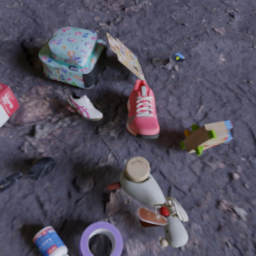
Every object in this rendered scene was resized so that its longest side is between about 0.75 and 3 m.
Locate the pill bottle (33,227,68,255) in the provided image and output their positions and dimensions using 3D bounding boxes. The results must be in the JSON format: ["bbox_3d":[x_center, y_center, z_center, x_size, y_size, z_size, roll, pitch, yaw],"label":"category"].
[{"bbox_3d":[-2.113,3.395,7.842,0.627,0.627,1.118,-37,63,-22],"label":"pill bottle"}]

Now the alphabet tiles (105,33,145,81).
[{"bbox_3d":[-0.114,-2.876,11.155,0.078,2.068,1.729,-34,48,23],"label":"alphabet tiles"}]

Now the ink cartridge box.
[{"bbox_3d":[-5.785,-0.490,10.099,2.077,1.180,2.850,23,59,15],"label":"ink cartridge box"}]

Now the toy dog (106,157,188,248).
[{"bbox_3d":[0.397,2.146,7.953,1.345,1.842,2.793,-28,47,-11],"label":"toy dog"}]

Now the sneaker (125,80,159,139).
[{"bbox_3d":[0.431,-0.731,9.698,1.075,1.265,2.918,0,34,-7],"label":"sneaker"}]

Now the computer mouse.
[{"bbox_3d":[-3.067,1.351,8.452,0.418,2.454,0.719,40,109,13],"label":"computer mouse"}]

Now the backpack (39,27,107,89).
[{"bbox_3d":[-2.327,-2.916,11.433,2.471,1.861,2.194,12,56,14],"label":"backpack"}]

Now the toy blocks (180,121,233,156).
[{"bbox_3d":[2.789,0.291,9.320,1.335,1.953,0.976,-10,72,-20],"label":"toy blocks"}]

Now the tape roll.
[{"bbox_3d":[-0.774,3.289,7.843,1.168,0.496,1.168,8,54,-12],"label":"tape roll"}]

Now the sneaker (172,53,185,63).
[{"bbox_3d":[2.049,-2.997,11.812,0.908,0.299,0.356,-4,52,-53],"label":"sneaker"}]

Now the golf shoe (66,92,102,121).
[{"bbox_3d":[-1.609,-0.782,10.287,1.580,0.727,0.573,26,24,20],"label":"golf shoe"}]
